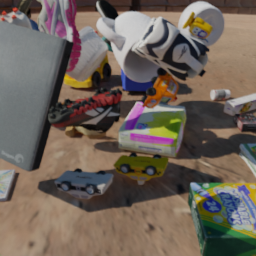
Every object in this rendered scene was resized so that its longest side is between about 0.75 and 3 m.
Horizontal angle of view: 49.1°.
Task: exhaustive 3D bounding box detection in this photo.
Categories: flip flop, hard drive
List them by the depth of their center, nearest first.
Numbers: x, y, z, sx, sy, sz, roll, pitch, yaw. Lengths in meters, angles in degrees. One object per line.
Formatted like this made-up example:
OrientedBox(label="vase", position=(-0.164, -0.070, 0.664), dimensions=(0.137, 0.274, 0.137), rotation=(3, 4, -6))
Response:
OrientedBox(label="hard drive", position=(-2.500, -0.736, 6.226), dimensions=(2.020, 2.895, 0.476), rotation=(20, 9, 17))
OrientedBox(label="flip flop", position=(-3.895, -4.160, 10.505), dimensions=(0.625, 1.541, 0.444), rotation=(23, 12, 34))

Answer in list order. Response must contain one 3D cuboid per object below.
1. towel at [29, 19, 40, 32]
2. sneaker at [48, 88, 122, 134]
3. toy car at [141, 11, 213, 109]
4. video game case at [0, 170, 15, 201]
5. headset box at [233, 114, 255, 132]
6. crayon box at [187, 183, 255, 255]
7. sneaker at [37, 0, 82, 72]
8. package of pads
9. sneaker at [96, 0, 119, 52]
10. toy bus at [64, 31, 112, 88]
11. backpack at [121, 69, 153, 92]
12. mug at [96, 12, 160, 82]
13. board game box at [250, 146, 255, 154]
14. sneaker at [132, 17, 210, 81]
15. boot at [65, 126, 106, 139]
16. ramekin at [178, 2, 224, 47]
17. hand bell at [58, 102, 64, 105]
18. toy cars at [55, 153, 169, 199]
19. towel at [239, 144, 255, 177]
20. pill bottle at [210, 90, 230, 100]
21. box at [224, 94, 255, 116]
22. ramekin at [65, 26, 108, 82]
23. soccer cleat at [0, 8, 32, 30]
OrientedBox(label="towel", position=(-3.105, -3.221, 9.816), dimensions=(0.282, 1.163, 0.649), rotation=(-34, 0, 7))
OrientedBox(label="sneaker", position=(-0.611, -0.183, 4.520), dimensions=(0.521, 0.720, 1.473), rotation=(9, 23, 37))
OrientedBox(label="toy car", position=(1.263, -1.456, 7.347), dimensions=(0.910, 2.733, 1.341), rotation=(28, 55, -3))
OrientedBox(label="video game case", position=(-3.593, 1.512, 7.274), dimensions=(1.058, 0.128, 1.161), rotation=(-4, 28, -8))
OrientedBox(label="headset box", position=(4.329, -0.167, 10.149), dimensions=(0.690, 0.348, 0.929), rotation=(1, 28, 1))
OrientedBox(label="crayon box", position=(2.683, 1.910, 5.993), dimensions=(2.504, 0.646, 1.574), rotation=(1, 28, 0))
OrientedBox(label="sneaker", position=(-1.935, -2.697, 7.774), dimensions=(1.020, 2.312, 0.941), rotation=(-6, 3, 6))
OrientedBox(label="package of pads", position=(0.923, -0.058, 9.426), dimensions=(1.907, 0.842, 2.468), rotation=(7, 29, 13))
OrientedBox(label="sneaker", position=(-0.856, -4.314, 12.443), dimensions=(1.446, 2.394, 1.001), rotation=(-20, 28, 42))
OrientedBox(label="toy bus", position=(-2.012, -3.451, 13.993), dimensions=(1.783, 2.523, 2.628), rotation=(12, 32, 19))
OrientedBox(label="backpack", position=(0.663, -2.917, 13.589), dimensions=(1.942, 2.005, 2.389), rotation=(5, 24, -6))
OrientedBox(label="mug", position=(0.072, -3.101, 9.793), dimensions=(2.577, 1.902, 2.259), rotation=(11, 39, -37))
OrientedBox(label="board game box", position=(4.360, 0.652, 7.998), dimensions=(1.680, 0.252, 0.802), rotation=(-9, 30, -24))
OrientedBox(label="sneaker", position=(1.125, -1.889, 7.086), dimensions=(1.751, 1.074, 2.691), rotation=(34, 6, -12))
OrientedBox(label="boot", position=(-1.414, -0.115, 9.834), dimensions=(1.512, 0.532, 1.082), rotation=(-1, 32, 10))
OrientedBox(label="ramekin", position=(2.202, -3.014, 8.309), dimensions=(1.288, 1.288, 0.628), rotation=(-7, 30, -12))
OrientedBox(label="hand bell", position=(-2.747, -0.925, 11.506), dimensions=(0.663, 0.663, 1.273), rotation=(5, 17, 10))
OrientedBox(label="toy cars", position=(-0.347, 1.299, 7.191), dimensions=(2.912, 0.645, 1.305), rotation=(-14, 21, -16))
OrientedBox(label="towel", position=(4.774, 1.119, 7.850), dimensions=(2.739, 0.420, 2.043), rotation=(1, 30, -3))
OrientedBox(label="pill bottle", position=(4.108, -1.476, 12.485), dimensions=(0.769, 0.438, 0.438), rotation=(-5, 29, -9))
OrientedBox(label="box", position=(5.025, -1.037, 11.627), dimensions=(2.439, 0.472, 0.505), rotation=(-16, 32, -27))
OrientedBox(label="ramekin", position=(-1.642, -2.655, 10.511), dimensions=(1.046, 1.993, 1.993), rotation=(40, 32, -5))
OrientedBox(label="soccer cleat", position=(-3.577, -2.500, 7.378), dimensions=(2.128, 0.825, 0.737), rotation=(-7, 55, 8))
